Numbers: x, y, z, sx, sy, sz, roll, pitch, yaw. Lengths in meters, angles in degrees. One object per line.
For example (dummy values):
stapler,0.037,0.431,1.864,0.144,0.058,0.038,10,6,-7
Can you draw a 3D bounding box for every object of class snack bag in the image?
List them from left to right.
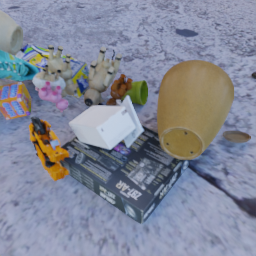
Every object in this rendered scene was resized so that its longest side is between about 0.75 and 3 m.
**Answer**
snack bag,0.003,-0.160,7.178,0.120,1.117,1.053,-12,68,-26

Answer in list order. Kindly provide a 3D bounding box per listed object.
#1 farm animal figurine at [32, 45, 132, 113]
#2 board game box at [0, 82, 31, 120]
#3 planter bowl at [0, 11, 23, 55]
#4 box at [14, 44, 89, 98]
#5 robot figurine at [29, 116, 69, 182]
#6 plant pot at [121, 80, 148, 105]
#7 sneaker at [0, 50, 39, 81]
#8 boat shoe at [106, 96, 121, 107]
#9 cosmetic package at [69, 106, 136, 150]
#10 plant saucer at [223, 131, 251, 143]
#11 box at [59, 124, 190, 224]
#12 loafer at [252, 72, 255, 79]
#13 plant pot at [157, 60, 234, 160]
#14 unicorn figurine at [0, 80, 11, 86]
farm animal figurine,-1.518,-1.394,8.936,2.910,1.463,2.350,-5,56,-22
board game box,-3.737,-0.897,9.217,0.805,0.805,0.805,-12,49,-1
planter bowl,-5.082,-3.683,11.249,1.328,1.974,1.974,17,44,-2
box,-2.807,-2.175,10.446,2.860,1.002,0.920,24,61,23
robot figurine,-2.036,0.458,7.046,0.497,1.238,1.708,-15,44,-30
plant pot,0.172,-1.234,9.774,0.818,0.850,0.850,3,42,22
sneaker,-3.791,-1.970,8.895,1.075,1.046,2.700,15,10,9
boat shoe,-0.397,-0.910,9.722,0.292,0.297,0.837,-36,48,-24
cosmetic package,-0.685,-0.059,6.964,0.916,0.659,1.623,-39,25,-23
plant saucer,3.263,0.269,8.429,0.796,0.117,0.796,0,20,0
box,-0.123,0.835,7.620,2.914,0.634,2.334,27,50,26
loafer,5.314,-2.066,10.916,0.915,0.327,0.334,13,45,13
plant pot,1.599,-0.316,7.241,2.073,2.073,2.225,13,43,13
unicorn figurine,-5.137,-1.972,9.151,1.919,2.794,1.032,-1,49,16
